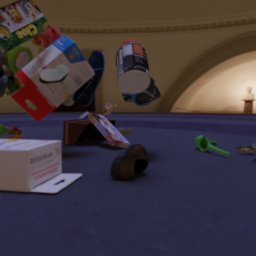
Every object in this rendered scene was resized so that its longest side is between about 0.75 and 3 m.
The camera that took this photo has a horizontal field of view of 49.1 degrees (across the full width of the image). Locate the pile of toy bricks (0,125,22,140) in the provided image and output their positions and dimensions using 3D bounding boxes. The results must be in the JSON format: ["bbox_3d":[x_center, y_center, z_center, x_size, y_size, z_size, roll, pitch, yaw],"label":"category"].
[{"bbox_3d":[-5.311,0.262,11.534,1.875,0.926,1.040,-3,6,-30],"label":"pile of toy bricks"}]

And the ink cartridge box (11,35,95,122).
[{"bbox_3d":[-2.472,-1.552,8.973,0.836,2.487,1.445,41,-11,40],"label":"ink cartridge box"}]

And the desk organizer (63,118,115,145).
[{"bbox_3d":[-1.661,0.127,12.637,1.101,1.026,2.860,5,7,21],"label":"desk organizer"}]

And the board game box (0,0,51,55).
[{"bbox_3d":[-3.056,-2.874,7.728,0.232,1.036,1.977,-14,29,36],"label":"board game box"}]

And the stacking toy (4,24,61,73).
[{"bbox_3d":[-3.004,-2.319,9.994,1.004,2.377,2.152,28,64,30],"label":"stacking toy"}]

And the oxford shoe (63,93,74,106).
[{"bbox_3d":[-2.601,-2.208,13.479,0.895,2.381,0.687,19,-10,24],"label":"oxford shoe"}]

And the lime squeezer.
[{"bbox_3d":[2.972,0.687,10.345,0.991,0.529,2.806,31,8,5],"label":"lime squeezer"}]

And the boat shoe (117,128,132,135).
[{"bbox_3d":[-0.246,0.199,15.430,1.032,0.368,0.311,5,-2,-39],"label":"boat shoe"}]

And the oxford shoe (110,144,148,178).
[{"bbox_3d":[0.212,0.871,7.091,0.728,0.626,1.724,6,18,19],"label":"oxford shoe"}]

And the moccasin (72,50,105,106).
[{"bbox_3d":[-1.590,-2.038,11.338,0.941,2.340,0.798,15,0,42],"label":"moccasin"}]

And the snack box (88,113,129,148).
[{"bbox_3d":[-0.827,0.081,11.288,0.775,0.262,2.157,13,23,-43],"label":"snack box"}]

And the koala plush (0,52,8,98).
[{"bbox_3d":[-5.058,-2.035,9.287,2.441,2.243,2.165,-40,21,32],"label":"koala plush"}]

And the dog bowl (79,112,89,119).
[{"bbox_3d":[-2.314,-0.159,14.126,0.518,1.315,1.315,43,7,0],"label":"dog bowl"}]

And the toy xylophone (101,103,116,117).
[{"bbox_3d":[-0.906,-0.843,13.080,0.632,0.217,0.863,-29,-17,-32],"label":"toy xylophone"}]

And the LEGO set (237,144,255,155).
[{"bbox_3d":[4.385,0.809,8.642,1.462,0.638,2.252,2,-8,3],"label":"LEGO set"}]

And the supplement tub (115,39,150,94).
[{"bbox_3d":[0.092,-1.457,6.520,0.757,1.235,0.757,-2,-39,-2],"label":"supplement tub"}]

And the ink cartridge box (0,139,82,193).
[{"bbox_3d":[-2.514,0.771,6.296,2.624,0.890,1.510,1,5,12],"label":"ink cartridge box"}]

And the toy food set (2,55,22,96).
[{"bbox_3d":[-4.944,-2.150,11.404,0.833,2.551,1.501,-21,56,-15],"label":"toy food set"}]

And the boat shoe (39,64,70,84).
[{"bbox_3d":[-1.853,-1.273,6.986,0.422,0.362,1.155,39,28,-3],"label":"boat shoe"}]

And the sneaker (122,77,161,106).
[{"bbox_3d":[0.346,-1.126,9.151,0.953,1.094,2.432,40,19,-13],"label":"sneaker"}]
